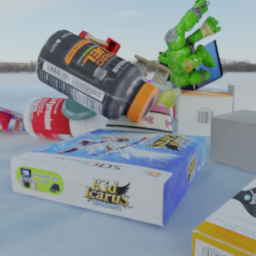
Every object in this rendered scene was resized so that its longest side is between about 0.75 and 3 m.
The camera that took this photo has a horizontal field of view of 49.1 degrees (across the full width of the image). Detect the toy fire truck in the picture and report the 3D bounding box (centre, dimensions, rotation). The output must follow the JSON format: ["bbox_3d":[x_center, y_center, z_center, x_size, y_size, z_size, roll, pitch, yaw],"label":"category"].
[{"bbox_3d":[-0.868,-2.398,8.006,1.623,0.396,1.145,31,3,15],"label":"toy fire truck"}]

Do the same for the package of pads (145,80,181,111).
[{"bbox_3d":[0.784,-0.864,9.896,1.524,0.673,1.973,16,59,45],"label":"package of pads"}]

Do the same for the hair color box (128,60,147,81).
[{"bbox_3d":[0.391,-2.087,12.050,0.477,1.572,0.778,-26,-9,39],"label":"hair color box"}]

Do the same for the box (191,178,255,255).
[{"bbox_3d":[2.000,1.113,3.149,1.525,0.531,2.561,10,13,41],"label":"box"}]

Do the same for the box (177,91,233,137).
[{"bbox_3d":[2.604,-0.559,9.524,1.581,1.239,2.541,3,11,15],"label":"box"}]

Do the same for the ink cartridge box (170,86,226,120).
[{"bbox_3d":[2.883,-1.187,12.593,2.113,1.226,2.863,-4,13,-1],"label":"ink cartridge box"}]

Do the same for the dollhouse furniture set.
[{"bbox_3d":[-0.136,-1.229,8.300,2.237,1.961,1.486,26,10,18],"label":"dollhouse furniture set"}]

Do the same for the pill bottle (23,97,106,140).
[{"bbox_3d":[-1.806,-0.266,8.201,2.154,1.209,1.209,3,12,14],"label":"pill bottle"}]

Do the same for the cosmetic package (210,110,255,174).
[{"bbox_3d":[3.011,0.337,5.513,1.347,1.137,2.521,-12,19,-35],"label":"cosmetic package"}]

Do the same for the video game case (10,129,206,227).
[{"bbox_3d":[-0.117,0.607,5.203,2.597,0.651,2.865,5,12,24],"label":"video game case"}]

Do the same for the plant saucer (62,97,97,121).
[{"bbox_3d":[-1.210,-0.661,7.436,1.157,0.158,1.157,-6,47,6],"label":"plant saucer"}]

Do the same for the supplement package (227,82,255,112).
[{"bbox_3d":[4.580,-0.779,9.738,2.034,1.564,2.127,1,10,14],"label":"supplement package"}]

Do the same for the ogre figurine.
[{"bbox_3d":[1.899,-2.320,8.721,1.656,2.762,1.355,-34,64,-18],"label":"ogre figurine"}]

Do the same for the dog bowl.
[{"bbox_3d":[0.295,-0.231,6.833,1.648,0.608,1.648,7,-1,0],"label":"dog bowl"}]

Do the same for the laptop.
[{"bbox_3d":[2.407,-2.535,11.096,2.115,1.875,1.092,3,-28,-8],"label":"laptop"}]

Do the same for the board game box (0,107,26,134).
[{"bbox_3d":[-4.353,-0.286,8.761,2.784,0.542,2.200,6,-12,28],"label":"board game box"}]

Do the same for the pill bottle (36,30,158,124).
[{"bbox_3d":[-0.584,-0.974,5.783,2.356,1.251,1.251,29,17,9],"label":"pill bottle"}]
